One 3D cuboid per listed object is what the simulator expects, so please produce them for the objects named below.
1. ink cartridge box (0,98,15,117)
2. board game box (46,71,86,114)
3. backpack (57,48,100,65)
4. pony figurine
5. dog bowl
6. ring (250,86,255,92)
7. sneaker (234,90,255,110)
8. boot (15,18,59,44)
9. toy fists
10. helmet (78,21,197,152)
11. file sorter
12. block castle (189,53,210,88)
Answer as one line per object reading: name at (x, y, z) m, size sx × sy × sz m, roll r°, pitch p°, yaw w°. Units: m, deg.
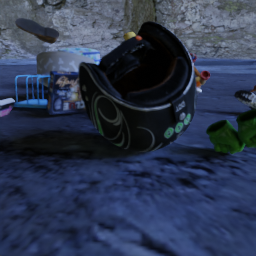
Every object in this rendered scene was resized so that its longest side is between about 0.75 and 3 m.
ink cartridge box at (-3.908, -0.540, 8.328) m, size 0.213 × 0.545 × 1.151 m, roll 41°, pitch 24°, yaw 6°
board game box at (-1.549, -1.099, 8.678) m, size 1.846 × 1.251 × 0.319 m, roll -8°, pitch 32°, yaw -39°
backpack at (-2.280, -3.065, 14.305) m, size 2.685 × 1.973 × 2.457 m, roll -8°, pitch 22°, yaw -37°
pony figurine at (0.855, -1.312, 8.036) m, size 2.225 × 2.672 × 2.580 m, roll -19°, pitch 4°, yaw 13°
dog bowl at (-2.304, -2.077, 11.228) m, size 2.830 × 0.830 × 2.830 m, roll 7°, pitch -10°, yaw 1°
ring at (6.587, -2.210, 12.360) m, size 2.443 × 0.234 × 2.443 m, roll -24°, pitch -2°, yaw -1°
sneaker at (3.983, -0.771, 8.885) m, size 1.289 × 0.583 × 0.429 m, roll 28°, pitch 71°, yaw 32°
boot at (-2.908, -3.020, 8.869) m, size 1.311 × 0.483 × 0.495 m, roll 16°, pitch -26°, yaw -24°
toy fists at (2.175, 0.140, 5.415) m, size 1.319 × 0.672 × 0.454 m, roll -26°, pitch 22°, yaw 47°
helmet at (0.192, -0.669, 5.683) m, size 2.385 × 2.385 × 2.274 m, roll 0°, pitch -23°, yaw -2°
file sorter at (-2.874, -1.282, 9.762) m, size 1.724 × 1.057 × 1.196 m, roll 4°, pitch 14°, yaw 11°
block castle at (1.909, -1.793, 10.064) m, size 1.790 × 1.196 × 0.840 m, roll -29°, pitch -17°, yaw -9°
